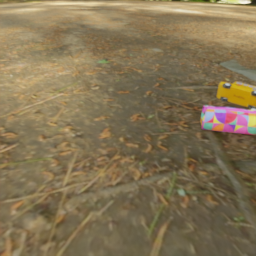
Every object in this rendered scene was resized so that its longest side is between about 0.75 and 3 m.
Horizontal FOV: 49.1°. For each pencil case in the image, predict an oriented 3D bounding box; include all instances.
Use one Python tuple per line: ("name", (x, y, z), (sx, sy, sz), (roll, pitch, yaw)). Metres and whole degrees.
("pencil case", (3.919, -0.333, 10.489), (2.330, 1.030, 1.030), (3, 31, 8))

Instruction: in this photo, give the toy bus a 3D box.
("toy bus", (5.300, -1.464, 12.561), (2.424, 0.789, 0.949), (24, 38, 34))
